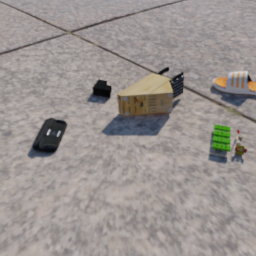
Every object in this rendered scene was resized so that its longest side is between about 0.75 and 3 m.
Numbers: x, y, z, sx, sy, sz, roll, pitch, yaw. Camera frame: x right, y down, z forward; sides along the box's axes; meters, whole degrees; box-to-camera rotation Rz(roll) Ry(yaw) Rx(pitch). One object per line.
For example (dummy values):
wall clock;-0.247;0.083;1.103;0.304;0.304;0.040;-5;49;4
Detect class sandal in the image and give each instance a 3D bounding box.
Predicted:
sandal;5.275;-2.049;12.284;2.959;0.848;1.134;11;41;13

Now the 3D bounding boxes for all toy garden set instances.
toy garden set;3.514;0.445;9.762;1.103;0.264;1.323;10;38;13

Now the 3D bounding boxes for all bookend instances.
bookend;-1.040;-1.747;12.293;0.825;0.382;0.830;11;40;11

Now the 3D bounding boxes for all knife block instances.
knife block;0.983;-1.654;11.732;2.888;0.924;2.535;-5;36;0

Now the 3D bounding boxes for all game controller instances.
game controller;-2.771;0.233;10.032;0.874;0.353;1.676;15;40;-5
